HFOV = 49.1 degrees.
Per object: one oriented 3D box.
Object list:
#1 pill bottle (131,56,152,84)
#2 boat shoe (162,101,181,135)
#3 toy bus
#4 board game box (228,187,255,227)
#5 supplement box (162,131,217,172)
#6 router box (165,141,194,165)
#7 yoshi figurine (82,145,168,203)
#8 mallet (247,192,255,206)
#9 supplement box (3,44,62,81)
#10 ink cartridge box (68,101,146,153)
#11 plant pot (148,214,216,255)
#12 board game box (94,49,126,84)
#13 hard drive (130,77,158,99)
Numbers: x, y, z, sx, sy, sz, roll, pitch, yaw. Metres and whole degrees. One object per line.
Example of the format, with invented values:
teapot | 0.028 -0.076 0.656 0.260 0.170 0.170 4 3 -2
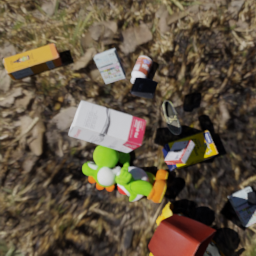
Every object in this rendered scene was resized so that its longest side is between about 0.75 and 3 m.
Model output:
pill bottle | 0.518 -2.272 11.282 0.621 0.621 1.107 21 75 6
boat shoe | 1.296 -0.317 8.423 0.390 0.326 1.090 -20 71 5
toy bus | 1.550 4.032 9.035 2.390 1.689 2.489 -46 77 5
board game box | 4.200 2.791 9.919 0.831 0.362 1.127 -23 74 -6
supplement box | 2.203 0.865 10.201 1.660 0.904 0.909 -18 74 -5
router box | 1.628 0.791 8.897 0.197 0.725 0.808 48 58 -21
yoshi figurine | -0.097 1.425 9.789 2.967 1.668 1.661 15 58 7
mallet | 4.784 2.600 9.840 1.430 0.294 0.471 16 70 -16
supplement box | -3.844 -2.664 11.361 2.139 0.736 0.712 -18 74 -7
ink cartridge box | -0.557 0.015 7.002 1.664 1.208 0.694 18 73 -12
plant pot | 1.087 2.489 6.024 0.949 1.076 1.077 29 104 33
board game box | -0.447 -1.540 7.053 0.554 0.751 0.241 -14 32 16
hard drive | 0.474 -1.208 8.375 0.182 0.862 0.581 38 114 46
